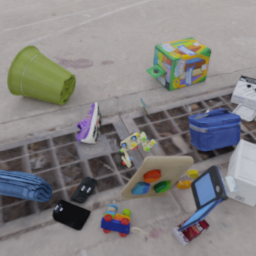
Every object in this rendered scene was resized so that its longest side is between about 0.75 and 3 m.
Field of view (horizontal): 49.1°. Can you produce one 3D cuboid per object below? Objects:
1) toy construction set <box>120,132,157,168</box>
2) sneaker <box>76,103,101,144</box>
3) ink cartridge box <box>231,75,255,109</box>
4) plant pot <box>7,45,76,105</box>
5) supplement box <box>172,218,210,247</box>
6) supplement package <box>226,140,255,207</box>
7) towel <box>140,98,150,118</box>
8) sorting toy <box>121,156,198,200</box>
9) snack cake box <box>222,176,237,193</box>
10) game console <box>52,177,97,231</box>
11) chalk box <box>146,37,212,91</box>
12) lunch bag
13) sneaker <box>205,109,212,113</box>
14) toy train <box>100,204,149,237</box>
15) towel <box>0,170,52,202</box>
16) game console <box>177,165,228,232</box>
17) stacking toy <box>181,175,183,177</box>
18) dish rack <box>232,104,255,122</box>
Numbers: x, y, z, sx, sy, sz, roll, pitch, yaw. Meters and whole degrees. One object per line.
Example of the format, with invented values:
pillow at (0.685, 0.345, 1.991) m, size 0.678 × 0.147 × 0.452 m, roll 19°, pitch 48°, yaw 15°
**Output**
toy construction set at (0.271, 0.712, 10.077) m, size 1.436 × 0.942 × 0.662 m, roll -40°, pitch 20°, yaw -3°
sneaker at (-1.615, -0.269, 11.381) m, size 0.885 × 0.855 × 2.120 m, roll 0°, pitch 42°, yaw 8°
ink cartridge box at (6.220, -1.380, 12.529) m, size 2.791 × 0.617 × 1.312 m, roll 21°, pitch 60°, yaw 21°
plant pot at (-3.682, -2.116, 12.614) m, size 2.300 × 2.422 × 2.422 m, roll 25°, pitch 46°, yaw 7°
supplement box at (1.819, 2.930, 8.125) m, size 0.960 × 0.292 × 0.522 m, roll -25°, pitch 54°, yaw -22°
supplement package at (3.919, 1.449, 9.250) m, size 1.028 × 0.990 × 1.808 m, roll 22°, pitch 46°, yaw 12°
towel at (0.752, -0.875, 12.212) m, size 0.087 × 0.591 × 0.806 m, roll -26°, pitch 45°, yaw 10°
sorting toy at (1.196, 1.559, 8.406) m, size 2.491 × 1.856 × 0.334 m, roll 3°, pitch 44°, yaw -29°
snack cake box at (2.967, 1.806, 8.666) m, size 0.270 × 0.804 × 0.462 m, roll -9°, pitch 71°, yaw -19°
game console at (-1.528, 2.306, 8.926) m, size 1.066 × 0.218 × 1.807 m, roll 17°, pitch 47°, yaw 18°
chalk box at (2.320, -3.122, 13.816) m, size 2.834 × 1.756 × 1.769 m, roll -18°, pitch 44°, yaw -19°
lunch bag at (3.291, -0.037, 10.451) m, size 1.901 × 1.258 × 1.291 m, roll -11°, pitch 18°, yaw -12°
sneaker at (3.499, -0.602, 11.722) m, size 0.334 × 0.836 × 0.544 m, roll 29°, pitch 66°, yaw -19°
toy train at (-0.051, 2.740, 8.294) m, size 1.407 × 0.596 × 0.814 m, roll 10°, pitch 26°, yaw 5°
towel at (-3.884, 1.622, 8.487) m, size 2.969 × 1.658 × 0.721 m, roll 9°, pitch 69°, yaw 2°
game console at (1.864, 1.939, 7.631) m, size 0.951 × 1.607 × 1.371 m, roll -1°, pitch 61°, yaw -16°
stacking toy at (1.275, 1.561, 9.319) m, size 1.213 × 0.886 × 0.886 m, roll -2°, pitch 42°, yaw -10°
dish rack at (5.085, -0.636, 12.195) m, size 0.844 × 0.214 × 0.984 m, roll 28°, pitch 51°, yaw 29°
